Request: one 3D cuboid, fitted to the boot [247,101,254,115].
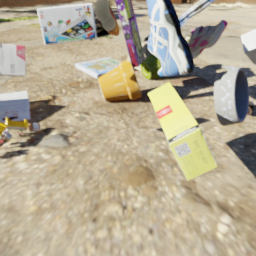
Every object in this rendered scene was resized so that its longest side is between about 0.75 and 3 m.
[{"bbox_3d":[4.787,-0.837,11.020,0.561,0.433,1.158,-3,28,-1],"label":"boot"}]

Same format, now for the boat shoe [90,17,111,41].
[{"bbox_3d":[-1.607,-4.291,12.289,0.800,0.943,2.590,49,44,6],"label":"boat shoe"}]

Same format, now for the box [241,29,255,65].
[{"bbox_3d":[4.487,-2.736,8.982,1.304,0.694,0.993,-18,-28,38],"label":"box"}]

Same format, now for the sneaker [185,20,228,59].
[{"bbox_3d":[2.816,-3.435,10.548,0.889,2.016,0.820,43,55,-10],"label":"sneaker"}]

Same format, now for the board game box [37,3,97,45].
[{"bbox_3d":[-1.934,-3.334,9.008,1.733,1.094,0.300,-11,28,-12],"label":"board game box"}]

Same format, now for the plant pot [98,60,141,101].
[{"bbox_3d":[-0.408,-1.823,11.780,1.490,1.627,1.627,-20,31,1],"label":"plant pot"}]

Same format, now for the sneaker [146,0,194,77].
[{"bbox_3d":[0.891,-2.542,7.471,0.978,2.539,0.961,-16,9,29],"label":"sneaker"}]

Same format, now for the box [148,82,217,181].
[{"bbox_3d":[1.097,-0.090,6.275,0.674,1.012,2.690,-27,27,9],"label":"box"}]

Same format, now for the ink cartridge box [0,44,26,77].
[{"bbox_3d":[-3.086,-1.662,6.884,1.039,0.757,0.441,-1,9,-23],"label":"ink cartridge box"}]

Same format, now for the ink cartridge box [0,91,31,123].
[{"bbox_3d":[-4.599,-0.688,10.932,1.467,0.457,1.824,-10,48,-18],"label":"ink cartridge box"}]

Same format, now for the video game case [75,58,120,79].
[{"bbox_3d":[-1.418,-3.420,15.751,2.260,0.274,2.482,-20,35,-31],"label":"video game case"}]

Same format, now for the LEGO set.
[{"bbox_3d":[-3.873,0.259,9.065,0.953,0.771,2.071,43,34,3],"label":"LEGO set"}]

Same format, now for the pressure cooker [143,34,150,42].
[{"bbox_3d":[1.725,-5.945,19.433,1.086,1.103,1.235,53,42,-1],"label":"pressure cooker"}]

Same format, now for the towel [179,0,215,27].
[{"bbox_3d":[1.930,-3.597,9.357,2.725,0.324,2.001,-37,8,16],"label":"towel"}]

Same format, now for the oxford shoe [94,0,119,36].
[{"bbox_3d":[-0.920,-4.858,12.322,0.755,0.755,2.118,-26,66,17],"label":"oxford shoe"}]

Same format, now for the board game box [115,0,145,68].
[{"bbox_3d":[0.128,-4.004,11.568,0.443,2.745,1.648,-7,22,20],"label":"board game box"}]

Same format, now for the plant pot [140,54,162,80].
[{"bbox_3d":[1.469,-3.175,14.329,1.468,1.524,1.524,-24,36,-16],"label":"plant pot"}]

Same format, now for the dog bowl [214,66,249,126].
[{"bbox_3d":[2.723,-0.831,7.253,0.469,1.599,1.599,0,24,38],"label":"dog bowl"}]

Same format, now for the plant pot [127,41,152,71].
[{"bbox_3d":[0.985,-3.985,15.396,1.542,1.367,1.544,-9,29,-35],"label":"plant pot"}]
